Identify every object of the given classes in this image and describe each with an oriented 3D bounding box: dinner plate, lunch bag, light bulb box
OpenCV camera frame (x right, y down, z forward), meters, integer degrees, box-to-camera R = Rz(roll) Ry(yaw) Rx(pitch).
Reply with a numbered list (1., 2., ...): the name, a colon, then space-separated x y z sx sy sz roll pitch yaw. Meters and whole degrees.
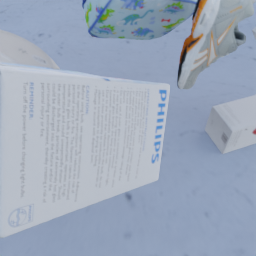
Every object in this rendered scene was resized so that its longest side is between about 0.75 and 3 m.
1. dinner plate: -2.541 -1.720 6.542 2.389 0.290 2.389 31 24 -16
2. lunch bag: 0.315 -2.958 6.675 2.462 1.979 1.015 -8 84 -29
3. light bulb box: -1.304 -0.070 4.588 2.828 1.780 2.853 16 15 39

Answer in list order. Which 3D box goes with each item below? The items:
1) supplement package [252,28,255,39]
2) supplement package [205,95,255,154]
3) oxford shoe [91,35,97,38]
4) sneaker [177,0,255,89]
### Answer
1. supplement package: 3.754 -1.574 6.116 1.157 1.908 1.142 -33 44 20
2. supplement package: 3.271 -0.136 8.000 1.682 1.020 1.008 -16 50 -13
3. oxford shoe: -0.797 -3.232 8.647 0.344 0.344 0.966 23 94 22
4. sneaker: 1.924 -1.816 6.421 1.245 2.706 1.024 12 55 0
